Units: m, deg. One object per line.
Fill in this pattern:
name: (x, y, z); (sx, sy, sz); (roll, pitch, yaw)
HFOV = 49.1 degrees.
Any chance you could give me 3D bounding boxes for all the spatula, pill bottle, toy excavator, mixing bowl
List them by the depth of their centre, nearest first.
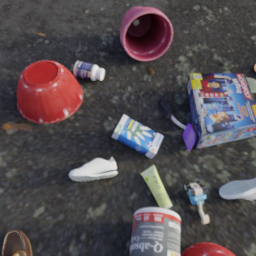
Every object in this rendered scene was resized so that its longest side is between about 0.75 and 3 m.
mixing bowl: (2.277, 3.940, 7.290); (2.019, 1.094, 2.019); (1, 56, -1)
pill bottle: (0.697, 3.426, 7.406); (1.335, 1.335, 2.305); (5, 55, 4)
toy excavator: (2.213, 2.321, 8.762); (0.520, 1.041, 1.012); (-12, 14, -8)
spatula: (1.792, -0.295, 10.479); (0.268, 0.738, 2.610); (-9, 48, -27)
mixing bowl: (-3.192, -1.642, 10.895); (2.656, 1.439, 2.656); (0, 55, 0)
pill bottle: (-1.644, -2.370, 11.845); (1.189, 0.660, 0.660); (14, 57, 9)

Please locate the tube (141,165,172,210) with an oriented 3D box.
tube: (0.916, 1.952, 9.078); (0.425, 0.380, 1.465); (-12, 55, -21)

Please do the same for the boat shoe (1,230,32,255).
boat shoe: (-3.038, 3.796, 7.580); (0.774, 0.774, 2.200); (-18, 56, -9)

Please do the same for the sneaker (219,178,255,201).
sneaker: (3.789, 2.026, 8.828); (1.776, 0.629, 0.649); (-12, 28, 4)

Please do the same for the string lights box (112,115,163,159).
string lights box: (0.333, 0.310, 9.873); (1.611, 0.475, 0.828); (28, 57, -1)

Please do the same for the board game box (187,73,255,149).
board game box: (3.884, -0.700, 10.544); (2.985, 0.921, 2.987); (0, 55, -1)

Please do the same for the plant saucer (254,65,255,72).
plant saucer: (5.922, -2.525, 12.256); (0.830, 0.155, 0.830); (0, 56, 1)

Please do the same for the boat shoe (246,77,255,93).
boat shoe: (4.685, -1.872, 11.610); (1.577, 0.561, 0.493); (17, 19, 10)

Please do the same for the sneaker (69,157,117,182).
sneaker: (-1.163, 1.361, 9.217); (1.597, 0.610, 0.643); (-3, 70, -23)

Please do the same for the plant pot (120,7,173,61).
plant pot: (0.630, -4.386, 12.476); (2.213, 2.213, 1.980); (-11, 41, -7)
